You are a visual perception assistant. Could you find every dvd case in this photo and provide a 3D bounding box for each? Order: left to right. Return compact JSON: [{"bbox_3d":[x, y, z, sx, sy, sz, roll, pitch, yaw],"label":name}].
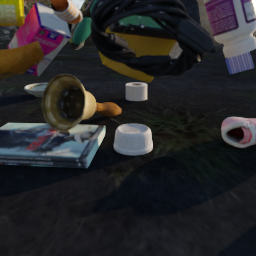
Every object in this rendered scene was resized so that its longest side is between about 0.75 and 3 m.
[{"bbox_3d":[-2.173,0.356,7.081,2.878,0.317,2.101,3,20,6],"label":"dvd case"}]

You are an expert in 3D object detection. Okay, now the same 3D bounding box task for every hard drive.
[{"bbox_3d":[0.688,-3.277,7.383,2.565,1.792,0.485,-2,-9,-25],"label":"hard drive"}]

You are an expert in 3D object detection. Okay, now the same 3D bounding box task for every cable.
[{"bbox_3d":[0.284,-1.485,4.658,2.147,0.545,1.752,17,-14,-35],"label":"cable"}]

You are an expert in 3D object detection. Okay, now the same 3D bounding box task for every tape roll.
[{"bbox_3d":[0.353,-1.531,11.781,0.906,0.622,0.906,0,20,0],"label":"tape roll"}]

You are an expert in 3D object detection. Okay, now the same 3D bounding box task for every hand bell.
[{"bbox_3d":[-0.998,-0.631,8.523,1.506,1.506,2.892,12,5,30],"label":"hand bell"}]

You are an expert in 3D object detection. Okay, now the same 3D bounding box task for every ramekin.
[{"bbox_3d":[0.132,0.253,7.058,0.991,0.520,0.991,0,20,0],"label":"ramekin"}]

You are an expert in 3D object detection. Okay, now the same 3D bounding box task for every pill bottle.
[{"bbox_3d":[3.317,-3.617,8.995,1.397,2.489,1.397,-19,13,5],"label":"pill bottle"}]

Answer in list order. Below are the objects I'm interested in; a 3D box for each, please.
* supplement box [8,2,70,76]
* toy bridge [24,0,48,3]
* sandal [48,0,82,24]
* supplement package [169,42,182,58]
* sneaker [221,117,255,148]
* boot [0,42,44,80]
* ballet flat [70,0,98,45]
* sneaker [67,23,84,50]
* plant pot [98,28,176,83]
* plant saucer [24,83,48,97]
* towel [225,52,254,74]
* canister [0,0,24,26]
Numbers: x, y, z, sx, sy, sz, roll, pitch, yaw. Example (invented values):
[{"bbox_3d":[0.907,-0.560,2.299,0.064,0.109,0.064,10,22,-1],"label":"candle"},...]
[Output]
[{"bbox_3d":[-2.682,-2.550,8.302,0.953,0.973,1.883,9,-35,-45],"label":"supplement box"},{"bbox_3d":[-1.848,-2.422,4.713,1.644,0.224,0.553,20,-17,7],"label":"toy bridge"},{"bbox_3d":[-0.988,-1.761,4.035,0.317,0.828,0.237,-19,56,20],"label":"sandal"},{"bbox_3d":[1.689,-2.694,9.110,0.417,0.752,0.585,22,43,-16],"label":"supplement package"},{"bbox_3d":[3.345,0.143,7.014,2.026,0.762,1.059,3,17,25],"label":"sneaker"},{"bbox_3d":[-2.801,-1.780,6.799,1.363,0.670,1.904,-29,0,-5],"label":"boot"},{"bbox_3d":[-1.336,-3.810,9.276,0.779,2.166,0.779,31,28,-19],"label":"ballet flat"},{"bbox_3d":[-2.237,-3.993,11.525,0.933,0.821,2.206,-10,-14,-29],"label":"sneaker"},{"bbox_3d":[0.057,-2.974,9.203,1.835,2.080,2.080,-1,56,-29],"label":"plant pot"},{"bbox_3d":[-3.747,-1.660,12.452,1.608,0.404,1.608,0,21,0],"label":"plant saucer"},{"bbox_3d":[4.053,-2.354,10.216,0.874,0.633,0.104,-12,16,39],"label":"towel"},{"bbox_3d":[-3.758,-3.327,7.227,1.937,1.439,0.838,-4,-14,-14],"label":"canister"}]
